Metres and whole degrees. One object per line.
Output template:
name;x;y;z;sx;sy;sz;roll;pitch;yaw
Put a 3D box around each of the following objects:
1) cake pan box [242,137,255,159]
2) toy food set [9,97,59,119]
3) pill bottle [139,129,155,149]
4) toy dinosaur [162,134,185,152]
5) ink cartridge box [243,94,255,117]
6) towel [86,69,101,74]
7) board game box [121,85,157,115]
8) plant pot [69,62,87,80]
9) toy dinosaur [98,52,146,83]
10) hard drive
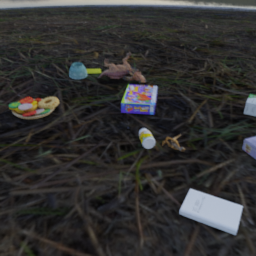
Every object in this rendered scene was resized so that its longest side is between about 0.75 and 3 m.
cake pan box;4.918;0.793;8.902;1.666;0.473;1.809;-14;33;-19
toy food set;-3.974;-0.885;11.802;1.814;0.441;1.796;11;32;18
pill bottle;0.622;0.345;9.688;0.441;0.441;0.782;-6;31;-10
toy dinosaur;1.558;0.527;9.555;0.730;0.415;1.375;20;19;-11
ink cartridge box;5.634;-0.856;11.618;1.365;0.567;1.001;16;34;25
towel;-2.287;-3.237;16.209;1.424;0.129;0.613;-4;35;-8
board game box;0.539;-1.300;12.493;1.408;0.469;2.093;4;30;7
plant pot;-2.784;-3.202;15.460;1.008;0.676;1.008;1;38;-1
toy dinosaur;-0.427;-2.939;14.836;2.537;1.089;1.720;-11;49;0
hard drive;2.073;2.058;6.992;1.356;0.181;0.894;15;33;24
